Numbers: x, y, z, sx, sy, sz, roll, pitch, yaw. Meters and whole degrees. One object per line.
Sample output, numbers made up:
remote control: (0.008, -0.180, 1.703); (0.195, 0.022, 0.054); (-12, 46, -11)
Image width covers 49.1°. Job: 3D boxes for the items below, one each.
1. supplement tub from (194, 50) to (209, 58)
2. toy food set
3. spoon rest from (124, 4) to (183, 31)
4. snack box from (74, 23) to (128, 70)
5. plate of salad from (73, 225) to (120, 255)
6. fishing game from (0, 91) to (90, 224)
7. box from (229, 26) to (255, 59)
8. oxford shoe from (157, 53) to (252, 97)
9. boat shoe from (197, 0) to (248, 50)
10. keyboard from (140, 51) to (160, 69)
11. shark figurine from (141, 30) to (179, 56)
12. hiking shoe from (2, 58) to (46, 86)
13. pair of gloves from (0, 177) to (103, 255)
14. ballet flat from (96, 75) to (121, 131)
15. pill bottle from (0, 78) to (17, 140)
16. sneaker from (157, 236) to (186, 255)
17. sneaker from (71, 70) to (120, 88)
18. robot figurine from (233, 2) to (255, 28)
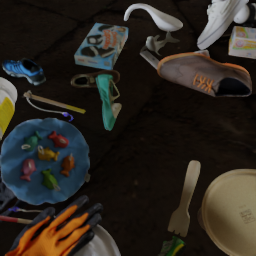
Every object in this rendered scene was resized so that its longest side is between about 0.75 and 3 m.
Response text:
supplement tub: (2.233, -1.902, 8.548); (0.525, 0.857, 0.525); (-12, 15, 3)
toy food set: (2.223, 1.664, 5.245); (2.604, 0.523, 1.798); (17, 93, 26)
spoon rest: (0.986, -4.104, 10.364); (2.185, 0.662, 1.086); (10, 39, -6)
snack box: (-0.864, -2.852, 9.637); (1.243, 0.397, 2.140); (11, 49, 9)
plate of salad: (-1.039, 2.687, 4.769); (2.189, 0.526, 2.189); (-15, 49, 18)
fishing game: (-1.604, 0.677, 5.741); (1.889, 0.410, 2.638); (20, 72, -27)
box: (4.191, -2.874, 9.506); (1.366, 0.692, 0.768); (12, 51, 9)
oxford shoe: (2.105, -1.408, 7.669); (2.627, 0.936, 0.958); (8, 35, 2)
boat shoe: (3.123, -3.921, 9.387); (0.885, 2.693, 0.969); (36, 14, -12)
keyboard: (0.819, -2.295, 9.456); (0.306, 0.058, 1.089); (-22, 53, -23)
shark figurine: (1.074, -2.785, 9.649); (1.483, 0.886, 0.619); (-26, 76, -44)
hiking shoe: (-3.228, -1.902, 8.657); (1.587, 0.688, 0.591); (22, 47, 14)
pair of gloves: (-1.953, 1.661, 5.412); (2.517, 0.349, 2.825); (-34, 43, -13)
ballet flat: (-0.453, -0.689, 7.217); (0.518, 0.496, 1.472); (-12, 86, 10)
pill bottle: (-3.550, -0.319, 6.963); (1.150, 1.150, 2.013); (2, 45, 2)
sneaker: (0.727, 2.400, 5.362); (0.801, 0.312, 0.341); (-26, 42, -28)
sneaker: (-0.971, -1.389, 8.293); (1.450, 0.511, 0.548); (-8, 17, 6)
robot figurine: (4.513, -4.355, 10.688); (1.149, 0.717, 0.863); (-12, 51, -27)
